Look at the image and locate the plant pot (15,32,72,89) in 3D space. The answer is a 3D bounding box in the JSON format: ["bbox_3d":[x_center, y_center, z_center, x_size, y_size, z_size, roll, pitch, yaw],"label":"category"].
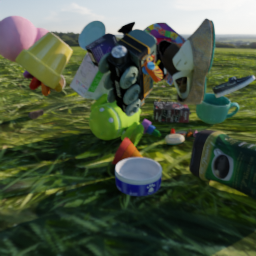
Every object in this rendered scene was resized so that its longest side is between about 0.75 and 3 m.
[{"bbox_3d":[-2.173,-1.881,7.586,1.245,1.171,1.245,38,0,0],"label":"plant pot"}]

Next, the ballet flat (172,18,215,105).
[{"bbox_3d":[1.340,-1.238,5.989,0.757,2.251,0.766,-8,52,1],"label":"ballet flat"}]

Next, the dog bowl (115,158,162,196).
[{"bbox_3d":[0.289,1.357,7.938,1.309,0.516,1.309,0,21,0],"label":"dog bowl"}]

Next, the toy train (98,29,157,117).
[{"bbox_3d":[0.130,-1.581,8.659,1.254,2.942,1.677,38,72,23],"label":"toy train"}]

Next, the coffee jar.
[{"bbox_3d":[3.010,1.004,7.546,2.780,1.450,1.186,20,21,40],"label":"coffee jar"}]

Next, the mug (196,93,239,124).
[{"bbox_3d":[3.911,-0.760,12.638,1.702,1.052,1.398,27,37,33],"label":"mug"}]

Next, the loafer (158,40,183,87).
[{"bbox_3d":[1.598,-2.187,9.355,1.061,1.085,2.973,33,16,-28],"label":"loafer"}]

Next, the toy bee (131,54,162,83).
[{"bbox_3d":[0.615,-1.699,7.477,0.625,0.955,0.519,-4,38,47],"label":"toy bee"}]

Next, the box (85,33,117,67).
[{"bbox_3d":[-0.735,-2.357,8.492,0.896,0.663,0.467,-37,38,-13],"label":"box"}]

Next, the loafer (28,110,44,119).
[{"bbox_3d":[-4.488,-0.636,13.494,0.349,0.359,0.983,0,12,23],"label":"loafer"}]

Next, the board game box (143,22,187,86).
[{"bbox_3d":[1.532,-2.902,11.676,2.919,2.306,0.568,39,56,-4],"label":"board game box"}]

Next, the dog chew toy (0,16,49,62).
[{"bbox_3d":[-2.918,-2.582,8.762,2.188,1.362,1.362,11,13,-32],"label":"dog chew toy"}]

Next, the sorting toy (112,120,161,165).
[{"bbox_3d":[0.507,0.588,9.805,1.025,1.032,2.977,29,30,10],"label":"sorting toy"}]

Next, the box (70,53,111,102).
[{"bbox_3d":[-1.146,-2.029,11.358,0.922,1.682,1.906,39,17,25],"label":"box"}]

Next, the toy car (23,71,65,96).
[{"bbox_3d":[-3.419,-2.157,11.120,1.396,1.861,1.629,-24,-2,-5],"label":"toy car"}]

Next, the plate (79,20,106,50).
[{"bbox_3d":[-1.578,-4.111,12.547,1.472,1.472,0.188,12,-7,29],"label":"plate"}]

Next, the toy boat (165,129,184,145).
[{"bbox_3d":[1.759,0.398,10.741,0.724,0.400,0.861,-3,29,3],"label":"toy boat"}]

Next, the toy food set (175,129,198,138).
[{"bbox_3d":[2.486,0.211,11.424,1.092,0.172,0.694,-5,22,-14],"label":"toy food set"}]

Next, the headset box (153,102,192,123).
[{"bbox_3d":[2.094,-0.756,13.259,1.769,0.663,1.315,1,21,2],"label":"headset box"}]

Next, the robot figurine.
[{"bbox_3d":[-0.540,-0.345,11.133,2.120,1.398,2.416,45,39,19],"label":"robot figurine"}]

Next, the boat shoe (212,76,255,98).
[{"bbox_3d":[4.208,-1.795,11.278,1.628,0.552,0.584,-24,8,26],"label":"boat shoe"}]

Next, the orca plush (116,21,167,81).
[{"bbox_3d":[0.690,-2.604,10.216,1.388,2.638,0.938,-24,37,5],"label":"orca plush"}]
